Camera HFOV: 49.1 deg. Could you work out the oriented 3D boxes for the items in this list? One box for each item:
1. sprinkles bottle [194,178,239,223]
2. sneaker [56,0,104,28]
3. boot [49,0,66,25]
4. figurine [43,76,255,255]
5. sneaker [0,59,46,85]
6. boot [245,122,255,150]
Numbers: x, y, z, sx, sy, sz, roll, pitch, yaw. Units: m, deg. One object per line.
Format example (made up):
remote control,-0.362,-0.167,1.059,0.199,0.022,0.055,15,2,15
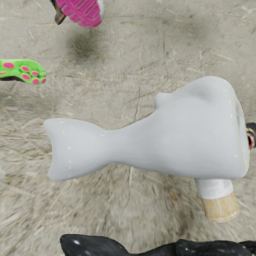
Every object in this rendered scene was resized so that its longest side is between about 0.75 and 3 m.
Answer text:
sprinkles bottle,1.347,0.671,4.706,0.595,0.595,1.745,-19,96,-11
sneaker,-1.317,-3.758,6.753,1.069,2.629,1.160,-15,28,32
boot,-1.860,-3.200,7.328,0.649,0.500,1.340,33,38,-23
figurine,0.124,1.006,3.626,2.784,1.228,2.853,-8,91,26
sneaker,-2.626,-1.325,6.450,1.494,0.626,0.573,4,98,-34
boot,2.442,0.162,5.198,1.522,0.557,1.146,2,10,43
